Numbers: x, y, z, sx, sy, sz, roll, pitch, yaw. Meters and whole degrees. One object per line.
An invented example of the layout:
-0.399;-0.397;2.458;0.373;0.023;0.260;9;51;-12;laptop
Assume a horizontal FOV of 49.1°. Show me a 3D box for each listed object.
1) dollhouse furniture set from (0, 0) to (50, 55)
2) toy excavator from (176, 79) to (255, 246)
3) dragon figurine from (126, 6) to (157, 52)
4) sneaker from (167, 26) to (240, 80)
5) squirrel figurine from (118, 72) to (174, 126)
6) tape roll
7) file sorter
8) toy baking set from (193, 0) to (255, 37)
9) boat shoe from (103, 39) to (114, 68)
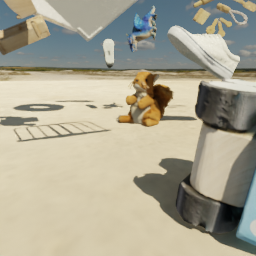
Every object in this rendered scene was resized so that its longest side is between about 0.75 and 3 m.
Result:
-2.760;-2.915;5.756;1.195;2.699;1.399;-25;43;-5;dollhouse furniture set
1.906;0.565;2.404;2.941;1.469;2.860;16;19;26;toy excavator
0.483;-3.694;10.019;1.036;2.083;0.613;4;-18;1;dragon figurine
2.083;-2.182;7.602;2.412;0.854;0.881;25;9;-33;sneaker
0.629;-0.975;8.849;1.205;1.589;1.702;11;16;43;squirrel figurine
-2.494;-3.869;9.032;2.185;0.764;2.185;20;12;-4;tape roll
-0.447;-2.795;4.318;2.132;1.327;1.479;-36;-33;14;file sorter
3.235;-3.978;9.579;1.983;1.522;0.231;-30;-1;4;toy baking set
-0.747;-2.843;10.692;0.418;1.184;0.377;1;-23;-8;boat shoe
